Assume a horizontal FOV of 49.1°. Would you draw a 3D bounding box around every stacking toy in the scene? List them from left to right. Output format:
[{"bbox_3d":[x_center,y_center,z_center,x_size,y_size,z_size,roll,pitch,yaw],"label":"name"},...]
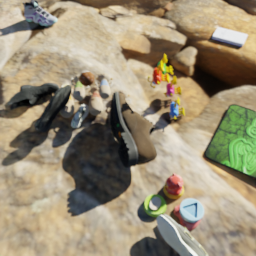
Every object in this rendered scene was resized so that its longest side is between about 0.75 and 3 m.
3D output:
[{"bbox_3d":[1.127,1.923,7.060,1.272,0.593,1.405,-23,53,-19],"label":"stacking toy"}]

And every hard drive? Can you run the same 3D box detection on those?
[{"bbox_3d":[4.484,-4.018,12.368,1.343,0.170,0.886,22,53,18],"label":"hard drive"}]

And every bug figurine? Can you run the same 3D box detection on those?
[{"bbox_3d":[1.252,-1.335,9.129,0.539,2.094,1.624,-15,39,24],"label":"bug figurine"}]

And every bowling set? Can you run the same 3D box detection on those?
[{"bbox_3d":[-1.107,-1.359,9.178,2.493,1.735,1.338,-1,47,-6],"label":"bowling set"}]

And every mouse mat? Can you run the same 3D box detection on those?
[{"bbox_3d":[3.748,0.364,8.601,2.073,0.097,2.576,23,56,22],"label":"mouse mat"}]

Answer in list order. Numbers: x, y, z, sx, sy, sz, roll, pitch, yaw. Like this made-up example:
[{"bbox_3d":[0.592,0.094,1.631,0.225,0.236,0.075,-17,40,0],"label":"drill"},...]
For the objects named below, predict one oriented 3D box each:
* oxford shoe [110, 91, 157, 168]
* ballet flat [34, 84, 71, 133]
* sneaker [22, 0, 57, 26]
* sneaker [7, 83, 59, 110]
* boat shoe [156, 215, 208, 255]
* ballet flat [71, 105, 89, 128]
[{"bbox_3d":[0.124,-0.039,8.386,1.167,1.004,2.764,-7,52,-17],"label":"oxford shoe"},{"bbox_3d":[-2.416,-0.670,8.902,0.514,0.602,1.810,24,77,37],"label":"ballet flat"},{"bbox_3d":[-4.132,-5.407,12.886,1.681,1.176,0.653,12,51,10],"label":"sneaker"},{"bbox_3d":[-3.247,-1.079,9.702,1.656,0.497,0.864,-3,54,-2],"label":"sneaker"},{"bbox_3d":[1.242,2.588,6.516,0.429,0.513,1.435,-18,55,-42],"label":"boat shoe"},{"bbox_3d":[-1.565,-0.456,9.238,0.390,0.390,1.087,11,50,9],"label":"ballet flat"}]
